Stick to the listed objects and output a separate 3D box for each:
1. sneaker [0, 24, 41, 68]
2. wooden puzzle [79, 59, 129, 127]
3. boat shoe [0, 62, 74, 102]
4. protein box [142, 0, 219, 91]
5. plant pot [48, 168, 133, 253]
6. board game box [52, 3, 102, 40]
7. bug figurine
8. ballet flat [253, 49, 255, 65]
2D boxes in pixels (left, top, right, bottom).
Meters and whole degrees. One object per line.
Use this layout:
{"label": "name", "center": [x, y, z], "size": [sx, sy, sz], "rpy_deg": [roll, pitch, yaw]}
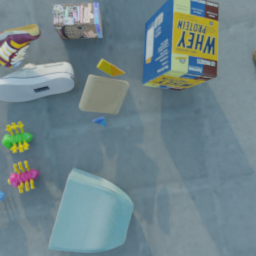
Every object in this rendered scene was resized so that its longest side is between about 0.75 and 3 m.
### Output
{"label": "sneaker", "center": [-3.073, -2.183, 7.695], "size": [2.189, 0.820, 0.986], "rpy_deg": [3, 118, 37]}
{"label": "wooden puzzle", "center": [-0.696, -0.952, 8.055], "size": [1.312, 0.227, 1.945], "rpy_deg": [14, 119, -31]}
{"label": "boat shoe", "center": [-2.912, -1.479, 8.476], "size": [2.587, 0.917, 0.903], "rpy_deg": [-11, 59, 4]}
{"label": "protein box", "center": [1.361, -2.210, 7.734], "size": [1.309, 1.927, 1.941], "rpy_deg": [4, 86, -19]}
{"label": "plant pot", "center": [-0.909, 2.308, 7.720], "size": [1.885, 1.846, 1.851], "rpy_deg": [15, 86, -6]}
{"label": "board game box", "center": [-1.477, -3.169, 8.399], "size": [1.324, 1.056, 0.641], "rpy_deg": [-3, 87, 0]}
{"label": "bug figurine", "center": [-3.816, 1.063, 8.308], "size": [2.143, 0.711, 2.764], "rpy_deg": [-13, 82, -7]}
{"label": "ballet flat", "center": [4.188, -1.882, 8.693], "size": [0.443, 0.305, 1.314], "rpy_deg": [-8, 86, 0]}
